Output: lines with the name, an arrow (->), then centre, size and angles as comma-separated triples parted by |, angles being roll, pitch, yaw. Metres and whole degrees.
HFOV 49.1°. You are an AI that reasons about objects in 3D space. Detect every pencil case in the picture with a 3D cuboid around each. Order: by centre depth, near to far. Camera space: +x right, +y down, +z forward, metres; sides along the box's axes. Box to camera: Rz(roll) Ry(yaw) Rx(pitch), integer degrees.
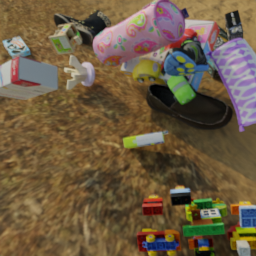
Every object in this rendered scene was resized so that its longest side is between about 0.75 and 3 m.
pencil case -> 2.833, -1.126, 7.052 | 0.966, 0.948, 2.260 | -21, 80, -5
pencil case -> 0.233, -2.570, 7.781 | 2.830, 1.237, 1.237 | -8, 31, 50

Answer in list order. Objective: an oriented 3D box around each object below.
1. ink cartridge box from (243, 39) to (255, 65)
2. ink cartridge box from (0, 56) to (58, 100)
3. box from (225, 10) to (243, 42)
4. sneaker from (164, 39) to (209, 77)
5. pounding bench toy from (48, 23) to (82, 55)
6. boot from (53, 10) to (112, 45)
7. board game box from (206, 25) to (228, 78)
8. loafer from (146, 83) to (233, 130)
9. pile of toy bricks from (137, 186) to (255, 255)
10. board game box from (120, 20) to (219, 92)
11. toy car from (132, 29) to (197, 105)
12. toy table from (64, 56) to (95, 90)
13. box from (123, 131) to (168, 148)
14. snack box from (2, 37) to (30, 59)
ink cartridge box -> 3.748, -1.771, 8.785 | 1.424, 0.797, 2.088 | 38, 42, -26
ink cartridge box -> -2.488, -1.125, 6.599 | 1.380, 1.006, 0.571 | -8, 81, 38
box -> 3.116, -2.877, 8.247 | 0.382, 0.887, 0.726 | -12, 78, 19
sneaker -> 1.335, -1.667, 6.563 | 0.700, 0.819, 1.976 | -12, 3, 33
pounding bench toy -> -1.335, -2.125, 6.580 | 0.758, 0.471, 0.592 | 1, 49, 25
boot -> -1.877, -4.353, 11.626 | 2.100, 0.769, 1.582 | 32, 56, 21
board game box -> 3.296, -3.002, 10.655 | 1.852, 0.386, 2.738 | -15, 49, -13
loafer -> 1.606, -0.647, 7.943 | 2.606, 0.930, 0.951 | 16, 79, 23
pile of toy bricks -> 1.488, 1.826, 5.858 | 2.575, 1.429, 1.271 | -5, 8, 9
board game box -> 1.197, -2.342, 8.638 | 2.595, 0.523, 1.986 | 20, 87, 34
toy car -> 1.184, -1.572, 7.675 | 2.233, 0.498, 2.102 | -34, 55, 19
toy table -> -1.595, -1.742, 9.028 | 0.679, 1.066, 1.159 | 0, 9, -30
box -> 0.486, 0.316, 7.259 | 1.131, 0.690, 0.270 | -10, 83, 7
snack box -> -4.336, -3.106, 10.861 | 0.690, 0.220, 1.189 | -26, 53, -22
